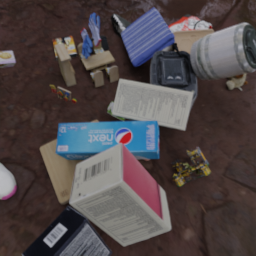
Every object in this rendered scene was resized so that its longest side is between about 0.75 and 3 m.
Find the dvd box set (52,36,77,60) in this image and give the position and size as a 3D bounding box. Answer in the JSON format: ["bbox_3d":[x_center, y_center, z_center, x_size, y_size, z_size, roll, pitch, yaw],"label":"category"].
[{"bbox_3d":[-2.986,-3.758,13.143,0.969,0.195,1.325,-13,56,-8],"label":"dvd box set"}]

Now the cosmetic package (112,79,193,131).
[{"bbox_3d":[0.761,-0.696,8.671,2.276,0.832,1.178,14,91,11],"label":"cosmetic package"}]

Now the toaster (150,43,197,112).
[{"bbox_3d":[1.591,-1.583,10.626,1.640,1.864,2.885,0,56,-1],"label":"toaster"}]

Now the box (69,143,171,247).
[{"bbox_3d":[-0.135,1.757,7.117,1.482,2.318,1.263,-26,35,18],"label":"box"}]

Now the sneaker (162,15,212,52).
[{"bbox_3d":[2.691,-4.188,12.952,1.591,0.991,2.968,32,59,23],"label":"sneaker"}]

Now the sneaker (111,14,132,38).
[{"bbox_3d":[0.069,-4.745,13.515,1.062,0.780,2.347,-27,63,-21],"label":"sneaker"}]

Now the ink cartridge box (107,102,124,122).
[{"bbox_3d":[-0.439,-0.511,10.226,0.602,0.309,0.815,28,35,-19],"label":"ink cartridge box"}]

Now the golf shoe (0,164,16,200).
[{"bbox_3d":[-4.734,1.232,9.087,2.757,1.262,1.038,36,62,20],"label":"golf shoe"}]

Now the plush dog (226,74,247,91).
[{"bbox_3d":[4.603,-2.187,11.587,0.912,0.976,1.137,11,56,8],"label":"plush dog"}]

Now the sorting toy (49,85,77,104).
[{"bbox_3d":[-2.411,-1.224,10.281,1.083,0.522,0.183,24,61,-1],"label":"sorting toy"}]

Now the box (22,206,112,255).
[{"bbox_3d":[-1.303,2.786,6.216,0.850,1.368,1.379,13,48,47],"label":"box"}]

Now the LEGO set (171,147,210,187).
[{"bbox_3d":[1.923,1.184,8.971,0.796,1.374,1.057,59,30,-6],"label":"LEGO set"}]

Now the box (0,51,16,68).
[{"bbox_3d":[-3.819,-1.682,7.168,1.742,0.337,0.361,-16,89,-34],"label":"box"}]

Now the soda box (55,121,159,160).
[{"bbox_3d":[-0.560,0.411,8.347,2.938,0.996,0.943,-1,71,8],"label":"soda box"}]

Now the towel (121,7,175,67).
[{"bbox_3d":[0.760,-3.877,11.928,1.994,0.328,2.754,-32,46,17],"label":"towel"}]

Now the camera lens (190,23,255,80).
[{"bbox_3d":[3.302,-2.490,9.409,1.957,1.565,1.565,-6,44,45],"label":"camera lens"}]

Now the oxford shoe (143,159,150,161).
[{"bbox_3d":[0.351,0.576,9.984,0.465,0.485,1.315,-39,64,-23],"label":"oxford shoe"}]

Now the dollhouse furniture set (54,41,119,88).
[{"bbox_3d":[-1.737,-2.858,11.738,2.237,1.486,1.961,-21,58,-14],"label":"dollhouse furniture set"}]

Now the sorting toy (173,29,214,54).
[{"bbox_3d":[3.008,-3.282,12.362,1.949,0.384,2.106,-6,79,-6],"label":"sorting toy"}]

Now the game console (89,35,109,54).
[{"bbox_3d":[-1.535,-3.977,13.357,1.046,0.609,0.920,-16,27,-11],"label":"game console"}]

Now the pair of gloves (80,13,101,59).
[{"bbox_3d":[-1.521,-3.665,11.174,0.197,1.727,1.388,-2,69,-33],"label":"pair of gloves"}]

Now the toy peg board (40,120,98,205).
[{"bbox_3d":[-1.457,1.227,9.311,2.148,1.055,2.157,-27,59,-7],"label":"toy peg board"}]
